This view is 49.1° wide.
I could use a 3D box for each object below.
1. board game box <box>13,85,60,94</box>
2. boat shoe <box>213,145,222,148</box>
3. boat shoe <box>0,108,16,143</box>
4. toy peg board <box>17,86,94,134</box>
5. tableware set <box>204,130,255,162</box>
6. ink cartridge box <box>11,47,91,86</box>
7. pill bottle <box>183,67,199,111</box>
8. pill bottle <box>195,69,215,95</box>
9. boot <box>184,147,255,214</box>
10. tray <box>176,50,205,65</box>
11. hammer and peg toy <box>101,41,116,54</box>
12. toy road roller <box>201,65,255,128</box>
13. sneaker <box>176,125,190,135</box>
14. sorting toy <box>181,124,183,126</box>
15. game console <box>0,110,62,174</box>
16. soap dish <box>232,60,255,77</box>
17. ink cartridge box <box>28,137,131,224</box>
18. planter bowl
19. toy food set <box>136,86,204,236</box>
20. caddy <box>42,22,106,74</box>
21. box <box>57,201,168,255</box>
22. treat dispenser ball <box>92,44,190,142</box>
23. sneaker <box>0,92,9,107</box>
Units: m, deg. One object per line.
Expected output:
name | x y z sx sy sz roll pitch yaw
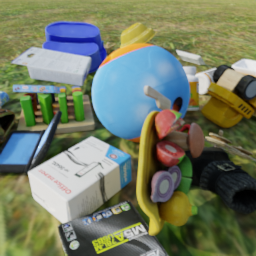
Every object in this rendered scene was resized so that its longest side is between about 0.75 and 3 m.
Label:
board game box | -2.688 -1.140 8.328 1.136 0.208 0.859 0 6 -2
boat shoe | 2.215 0.571 7.156 0.285 0.281 0.765 37 38 17
boat shoe | -3.747 0.089 7.455 0.854 0.904 2.512 -4 31 -1
toy peg board | -2.297 -0.822 8.844 2.212 1.082 2.203 -6 31 -10
tableware set | 2.402 0.398 6.547 1.375 0.276 0.909 25 -2 -26
ink cartridge box | -2.698 -2.305 10.361 2.422 0.525 2.378 8 28 -4
pill bottle | 1.924 -1.268 9.167 0.772 1.390 0.772 -2 6 0
pill bottle | 3.221 -1.836 10.811 1.416 0.824 0.824 -21 37 -32
boot | 1.596 1.101 5.843 2.162 0.814 1.616 -8 32 -14
tray | 3.036 -3.407 13.746 1.447 0.160 0.777 30 -3 40
hammer and peg toy | -1.493 -4.299 15.212 1.263 0.605 1.717 -25 40 -36
toy road roller | 3.348 -0.750 8.774 2.303 1.681 1.415 25 14 -37
sneaker | 1.284 0.322 7.378 0.465 0.512 1.207 21 49 35
sorting toy | 1.086 -0.364 8.905 1.386 0.234 0.668 10 32 16
game console | -2.498 0.286 6.983 0.963 1.455 1.654 28 31 -19
soap dish | 5.210 -2.176 11.470 1.822 0.740 1.433 24 38 35
ink cartridge box | -0.979 1.053 5.990 1.301 0.751 1.782 23 38 34
planter bowl | 0.316 -4.898 14.897 2.255 0.939 2.255 -29 22 13
toy food set | 0.830 0.516 4.817 0.848 2.595 1.527 -2 -15 25
caddy | -2.480 -3.535 12.730 2.968 1.558 2.098 2 64 -3
box | -0.311 2.006 4.775 1.471 0.350 1.421 -14 30 -21
treat dispenser ball | 0.334 -0.918 7.550 2.608 2.608 2.608 0 31 0
sneaker | -4.461 -0.999 9.700 0.718 0.517 1.366 -19 35 -30
